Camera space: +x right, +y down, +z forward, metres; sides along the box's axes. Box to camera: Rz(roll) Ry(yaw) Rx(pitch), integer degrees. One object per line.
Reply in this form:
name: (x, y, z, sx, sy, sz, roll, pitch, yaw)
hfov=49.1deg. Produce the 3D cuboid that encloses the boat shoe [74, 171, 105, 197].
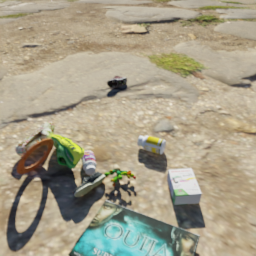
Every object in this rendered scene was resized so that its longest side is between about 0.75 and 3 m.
boat shoe: (-1.338, 1.794, 9.215, 0.429, 0.484, 1.295, 42, 48, 23)

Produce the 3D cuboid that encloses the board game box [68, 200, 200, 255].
board game box: (0.197, 3.158, 7.354, 2.908, 0.409, 1.967, 14, 39, 21)

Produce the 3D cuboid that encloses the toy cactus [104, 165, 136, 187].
toy cactus: (-0.319, 1.573, 9.564, 1.065, 0.545, 0.879, -4, 22, -14)

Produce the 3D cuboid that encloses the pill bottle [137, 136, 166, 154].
pill bottle: (0.898, 0.630, 10.826, 1.021, 0.572, 0.572, 15, 38, 19)

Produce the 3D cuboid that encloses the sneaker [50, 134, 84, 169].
sneaker: (-2.387, 0.839, 10.225, 0.826, 0.932, 2.231, 24, 0, -34)

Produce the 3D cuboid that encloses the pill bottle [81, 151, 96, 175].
pill bottle: (-1.402, 1.260, 10.019, 0.486, 0.486, 0.872, -9, 37, -12)

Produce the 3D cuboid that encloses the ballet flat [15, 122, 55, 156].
ballet flat: (-3.460, 0.462, 10.896, 0.628, 0.743, 1.965, 8, 42, 38)

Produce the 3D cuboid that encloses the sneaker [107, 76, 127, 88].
sneaker: (-0.758, -2.563, 15.418, 1.320, 0.500, 0.763, -15, 32, -36)

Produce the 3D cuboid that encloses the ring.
ring: (-3.183, 0.948, 9.587, 0.151, 1.576, 1.576, 39, 47, 13)

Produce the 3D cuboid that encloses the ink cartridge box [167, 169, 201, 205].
ink cartridge box: (1.799, 1.895, 9.140, 0.831, 0.482, 1.148, -3, 36, -4)
